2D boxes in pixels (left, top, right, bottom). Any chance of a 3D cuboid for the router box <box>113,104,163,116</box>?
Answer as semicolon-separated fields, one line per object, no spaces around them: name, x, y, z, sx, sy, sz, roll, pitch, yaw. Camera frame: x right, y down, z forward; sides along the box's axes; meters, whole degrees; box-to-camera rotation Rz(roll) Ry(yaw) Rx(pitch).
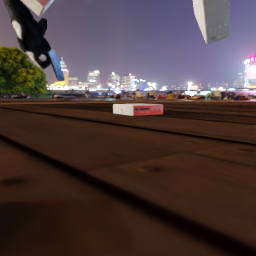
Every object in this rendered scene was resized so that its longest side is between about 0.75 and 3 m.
router box;0.444;-0.889;13.201;1.658;0.451;1.848;-4;8;-29

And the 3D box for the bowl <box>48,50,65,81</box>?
bowl;-2.282;-1.957;8.886;0.200;1.021;1.021;-21;12;-14

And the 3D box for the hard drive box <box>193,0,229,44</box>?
hard drive box;2.059;-3.190;7.111;0.618;1.255;1.611;-17;-30;12

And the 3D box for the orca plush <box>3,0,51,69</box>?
orca plush;-3.066;-3.421;9.156;1.008;2.835;1.491;-18;9;12

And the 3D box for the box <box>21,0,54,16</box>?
box;-1.954;-3.316;5.442;1.666;1.268;0.886;40;-7;-24
